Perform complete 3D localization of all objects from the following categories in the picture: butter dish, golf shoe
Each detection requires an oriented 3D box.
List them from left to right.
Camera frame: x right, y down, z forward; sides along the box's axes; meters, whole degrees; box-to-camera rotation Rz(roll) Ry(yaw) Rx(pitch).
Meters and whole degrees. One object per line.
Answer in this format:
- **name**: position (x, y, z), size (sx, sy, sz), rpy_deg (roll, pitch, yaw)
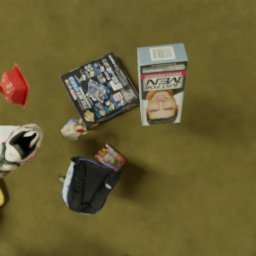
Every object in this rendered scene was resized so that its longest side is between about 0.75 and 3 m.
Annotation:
- **butter dish**: position (-2.795, -0.953, 6.668), size (0.631, 0.854, 0.851), rpy_deg (-18, 65, -39)
- **golf shoe**: position (-2.469, 0.397, 6.799), size (1.053, 2.286, 0.830), rpy_deg (-28, 106, 13)

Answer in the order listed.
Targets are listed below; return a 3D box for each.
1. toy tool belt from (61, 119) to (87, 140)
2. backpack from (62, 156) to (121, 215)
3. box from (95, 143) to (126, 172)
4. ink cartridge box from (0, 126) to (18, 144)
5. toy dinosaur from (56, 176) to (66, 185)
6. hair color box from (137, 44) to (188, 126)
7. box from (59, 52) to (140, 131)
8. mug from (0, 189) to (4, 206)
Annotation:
- **toy tool belt**: position (-1.517, -0.037, 7.823), size (0.560, 0.897, 0.551), rpy_deg (14, 62, -35)
- **backpack**: position (-1.061, 1.471, 7.067), size (1.353, 1.042, 1.289), rpy_deg (22, 77, -18)
- **box**: position (-0.586, 1.005, 9.223), size (0.855, 0.167, 0.585), rpy_deg (40, 78, 10)
- **ink cartridge box**: position (-3.851, 0.475, 9.331), size (0.935, 0.237, 1.061), rpy_deg (1, 75, 1)
- **toy dinosaur**: position (-2.022, 1.700, 8.920), size (0.298, 0.396, 0.775), rpy_deg (-35, 79, -9)
- **hair color box**: position (0.687, -0.828, 5.892), size (0.896, 1.810, 0.549), rpy_deg (-5, 53, 1)
- **box**: position (-0.968, -1.295, 9.671), size (2.094, 0.524, 2.110), rpy_deg (-28, 77, -7)
- **mug**: position (-4.932, 2.413, 8.146), size (2.090, 1.674, 1.716), rpy_deg (-31, 85, -2)
